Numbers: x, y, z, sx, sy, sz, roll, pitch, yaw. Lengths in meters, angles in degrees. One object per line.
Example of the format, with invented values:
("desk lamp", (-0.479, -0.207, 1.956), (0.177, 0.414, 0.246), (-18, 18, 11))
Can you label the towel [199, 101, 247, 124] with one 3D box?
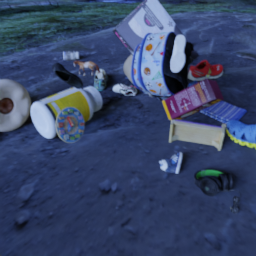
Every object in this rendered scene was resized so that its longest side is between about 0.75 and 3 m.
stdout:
("towel", (3.941, -0.887, 12.357), (2.191, 0.261, 1.586), (30, 42, 29))

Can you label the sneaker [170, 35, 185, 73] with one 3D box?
("sneaker", (1.394, -2.040, 7.852), (0.385, 1.024, 0.453), (10, 4, -2))

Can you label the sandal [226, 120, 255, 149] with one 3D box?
("sandal", (4.727, 0.240, 10.004), (1.036, 1.135, 2.607), (-26, 39, -31))

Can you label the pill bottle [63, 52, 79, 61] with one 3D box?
("pill bottle", (-3.703, -4.678, 18.196), (0.956, 0.544, 0.544), (-4, 33, -6))

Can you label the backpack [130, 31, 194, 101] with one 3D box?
("backpack", (1.086, -2.011, 9.006), (1.791, 2.325, 2.214), (1, -9, 22))

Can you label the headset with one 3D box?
("headset", (2.653, 1.776, 8.257), (1.049, 0.798, 1.699), (-9, 18, -18))

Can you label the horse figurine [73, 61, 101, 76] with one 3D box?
("horse figurine", (-1.814, -2.698, 12.520), (1.185, 0.785, 0.296), (1, 46, 2))

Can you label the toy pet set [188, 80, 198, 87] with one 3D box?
("toy pet set", (3.211, -1.837, 13.687), (1.178, 0.626, 1.100), (15, 36, 21))

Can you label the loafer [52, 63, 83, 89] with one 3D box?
("loafer", (-1.608, -1.322, 7.468), (0.345, 1.017, 0.357), (-34, 44, 21))

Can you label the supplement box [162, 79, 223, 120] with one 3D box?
("supplement box", (1.892, -0.799, 8.228), (1.507, 0.646, 0.832), (-26, -12, 33))

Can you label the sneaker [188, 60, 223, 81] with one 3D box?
("sneaker", (4.392, -3.268, 15.545), (2.413, 1.025, 0.929), (-18, 37, -26))

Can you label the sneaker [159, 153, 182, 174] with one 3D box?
("sneaker", (1.399, 1.096, 9.322), (0.696, 0.383, 0.950), (12, 40, 11))

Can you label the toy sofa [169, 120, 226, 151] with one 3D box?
("toy sofa", (2.553, 0.118, 10.454), (1.988, 0.823, 0.970), (9, 35, 14))

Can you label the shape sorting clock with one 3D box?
("shape sorting clock", (-1.373, -0.070, 6.735), (0.170, 0.868, 0.868), (1, 26, 43))

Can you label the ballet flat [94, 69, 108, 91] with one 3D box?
("ballet flat", (-1.449, -2.731, 14.994), (0.796, 0.796, 2.144), (-3, 33, -5))

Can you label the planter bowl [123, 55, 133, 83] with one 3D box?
("planter bowl", (1.031, -2.776, 14.077), (2.168, 2.168, 1.459), (-14, 62, -21))

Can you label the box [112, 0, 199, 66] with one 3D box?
("box", (1.036, -3.285, 10.828), (1.869, 2.829, 1.623), (-41, 18, 5))

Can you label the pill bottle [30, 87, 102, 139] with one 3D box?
("pill bottle", (-2.351, -0.739, 11.157), (1.494, 1.494, 2.667), (26, 41, 35))

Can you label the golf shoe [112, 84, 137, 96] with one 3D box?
("golf shoe", (-0.189, -1.869, 13.900), (1.260, 0.487, 0.555), (4, 40, 7))

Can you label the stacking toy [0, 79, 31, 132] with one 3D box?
("stacking toy", (-5.527, -1.098, 11.579), (2.803, 2.048, 2.048), (18, 35, 42))
